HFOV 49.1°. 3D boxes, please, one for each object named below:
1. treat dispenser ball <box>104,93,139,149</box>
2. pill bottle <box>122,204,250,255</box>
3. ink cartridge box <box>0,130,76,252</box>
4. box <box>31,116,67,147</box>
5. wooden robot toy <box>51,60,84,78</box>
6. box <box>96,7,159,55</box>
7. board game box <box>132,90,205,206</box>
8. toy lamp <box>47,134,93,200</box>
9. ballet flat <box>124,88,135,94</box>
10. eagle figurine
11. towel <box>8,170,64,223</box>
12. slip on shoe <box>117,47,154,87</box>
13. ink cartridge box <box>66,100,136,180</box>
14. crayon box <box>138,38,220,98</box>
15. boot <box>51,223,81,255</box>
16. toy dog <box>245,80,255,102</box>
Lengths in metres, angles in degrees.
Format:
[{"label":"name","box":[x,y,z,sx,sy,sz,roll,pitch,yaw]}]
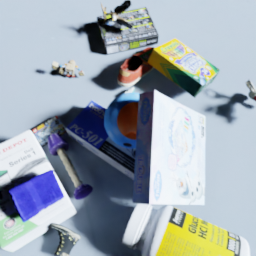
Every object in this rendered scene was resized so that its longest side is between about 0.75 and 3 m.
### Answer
[{"label":"treat dispenser ball","box":[0.107,-0.214,8.342,1.658,1.658,1.658,0,63,0]},{"label":"pill bottle","box":[1.419,3.091,7.353,2.955,1.661,1.661,21,65,12]},{"label":"ink cartridge box","box":[-3.150,1.771,8.291,2.065,1.192,2.827,-29,67,-17]},{"label":"box","box":[-2.732,0.103,9.723,1.013,0.202,0.693,-34,72,-16]},{"label":"wooden robot toy","box":[-2.245,-2.332,10.695,1.274,0.561,0.578,10,60,-6]},{"label":"box","box":[-0.041,-4.067,11.653,2.236,0.495,1.792,-14,62,-6]},{"label":"board game box","box":[1.270,0.709,7.819,0.605,2.778,2.791,-7,73,40]},{"label":"toy lamp","box":[-1.913,1.125,8.865,0.683,0.683,2.347,-30,59,-14]},{"label":"ballet flat","box":[-0.068,-1.068,10.231,0.377,0.377,1.086,16,69,8]},{"label":"eagle figurine","box":[-0.384,-4.348,10.870,1.247,0.946,0.941,0,72,13]},{"label":"towel","box":[-2.294,1.718,7.148,1.221,0.303,0.902,-28,103,-34]},{"label":"slip on shoe","box":[0.434,-2.464,10.609,0.900,0.744,2.431,29,53,19]},{"label":"ink cartridge box","box":[-0.434,0.425,9.312,2.997,0.663,1.409,32,66,15]},{"label":"crayon box","box":[1.870,-2.351,10.177,2.555,0.659,1.606,39,46,13]},{"label":"boot","box":[-1.849,3.139,7.742,0.991,0.358,0.748,42,64,-29]},{"label":"toy dog","box":[4.784,-1.037,9.506,0.799,1.095,1.660,-26,45,8]}]
